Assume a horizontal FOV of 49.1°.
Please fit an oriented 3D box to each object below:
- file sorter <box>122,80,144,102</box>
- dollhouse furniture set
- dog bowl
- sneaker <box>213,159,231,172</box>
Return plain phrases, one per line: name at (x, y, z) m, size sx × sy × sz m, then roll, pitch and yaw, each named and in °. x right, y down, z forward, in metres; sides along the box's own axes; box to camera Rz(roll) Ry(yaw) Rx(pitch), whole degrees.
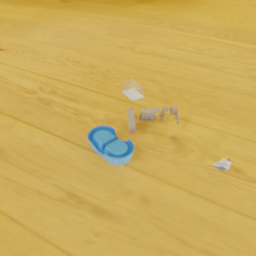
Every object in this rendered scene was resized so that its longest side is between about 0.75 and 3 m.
file sorter at (0.224, -1.813, 13.418) m, size 0.663 × 0.595 × 0.955 m, roll -21°, pitch 44°, yaw -24°
dollhouse furniture set at (0.980, -0.312, 11.449) m, size 2.004 × 1.039 × 0.887 m, roll -5°, pitch 78°, yaw -6°
dog bowl at (-0.656, 0.660, 10.376) m, size 1.127 × 0.501 × 2.022 m, roll -30°, pitch 47°, yaw -32°
sneaker at (3.103, 1.201, 9.158) m, size 0.363 × 0.995 × 0.352 m, roll 38°, pitch 81°, yaw 1°
